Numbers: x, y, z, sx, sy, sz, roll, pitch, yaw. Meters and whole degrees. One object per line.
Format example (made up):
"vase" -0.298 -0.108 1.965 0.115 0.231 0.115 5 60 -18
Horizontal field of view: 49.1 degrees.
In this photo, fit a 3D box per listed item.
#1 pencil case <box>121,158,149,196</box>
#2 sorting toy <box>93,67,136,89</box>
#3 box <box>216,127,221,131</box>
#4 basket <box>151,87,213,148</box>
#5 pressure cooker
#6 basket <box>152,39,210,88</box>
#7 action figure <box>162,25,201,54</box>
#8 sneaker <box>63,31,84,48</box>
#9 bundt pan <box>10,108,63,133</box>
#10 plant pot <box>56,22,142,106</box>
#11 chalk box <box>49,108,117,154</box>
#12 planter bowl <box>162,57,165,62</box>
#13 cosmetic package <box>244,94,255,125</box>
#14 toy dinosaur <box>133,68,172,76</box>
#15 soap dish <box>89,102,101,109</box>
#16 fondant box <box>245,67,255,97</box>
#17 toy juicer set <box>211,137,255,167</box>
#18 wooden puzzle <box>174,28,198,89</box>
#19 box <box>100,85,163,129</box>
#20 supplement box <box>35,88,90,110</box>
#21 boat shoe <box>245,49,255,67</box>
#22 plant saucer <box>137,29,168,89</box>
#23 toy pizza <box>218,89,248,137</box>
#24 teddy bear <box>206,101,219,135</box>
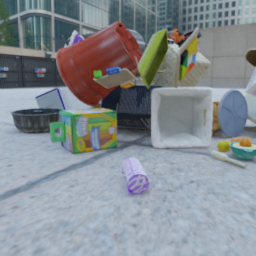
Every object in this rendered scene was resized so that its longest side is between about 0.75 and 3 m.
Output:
"pencil case" 0.132 1.104 6.576 0.541 0.531 1.266 -32 11 -1
"sorting toy" -0.338 -1.338 7.407 0.954 0.231 1.694 -14 -10 15
"box" 4.653 -0.317 13.753 1.688 0.492 2.466 3 12 23
"basket" 1.840 -0.427 10.389 2.118 2.099 1.704 -1 7 -1
"pressure cooker" -0.473 -3.529 12.647 2.027 1.996 2.270 29 25 32
"basket" 2.417 -2.903 13.866 2.231 2.211 1.794 -5 47 -41
"action figure" 2.059 -3.405 11.260 1.702 0.920 1.760 27 -3 -7
"sneaker" -2.129 -3.623 12.777 1.181 1.142 2.832 34 18 -3
"bundt pan" -4.119 -0.347 12.919 2.385 0.895 2.385 -1 11 0
"plant pot" -0.866 -2.448 10.380 2.449 2.519 2.519 -26 1 23
"chalk box" -1.610 0.062 9.742 2.139 1.331 1.324 -8 13 -31
"planter bowl" 1.365 -3.305 12.817 0.495 1.187 1.187 9 6 -28
"cosmetic package" 5.997 -0.598 12.292 1.527 1.078 2.950 32 13 -3
"toy dinosaur" 0.730 -2.566 11.884 1.248 0.710 2.351 -3 -14 39
"soap dish" -1.449 -0.590 13.354 0.664 1.287 1.636 38 20 9
"fondant box" 4.169 -2.024 7.665 0.638 2.189 1.579 27 -11 7
"toy juicer set" 3.446 0.582 8.878 1.481 0.633 2.328 10 16 42
"wooden puzzle" 1.839 -2.139 8.690 0.276 1.370 1.481 22 58 21
"box" 0.345 -0.901 12.645 2.668 1.428 1.980 4 -14 16
"supplement box" -3.373 -1.355 15.438 1.508 1.540 2.980 -17 5 25
"boat shoe" 4.866 -2.339 9.585 1.815 0.647 0.585 17 44 -2
"plant saucer" 0.746 -2.155 8.791 0.373 1.556 1.554 27 -2 11
"toy pizza" 4.225 -0.591 11.442 1.950 1.950 0.309 -8 9 -34
"teddy bear" 3.750 -0.636 12.377 2.705 0.903 1.961 -27 31 -30
